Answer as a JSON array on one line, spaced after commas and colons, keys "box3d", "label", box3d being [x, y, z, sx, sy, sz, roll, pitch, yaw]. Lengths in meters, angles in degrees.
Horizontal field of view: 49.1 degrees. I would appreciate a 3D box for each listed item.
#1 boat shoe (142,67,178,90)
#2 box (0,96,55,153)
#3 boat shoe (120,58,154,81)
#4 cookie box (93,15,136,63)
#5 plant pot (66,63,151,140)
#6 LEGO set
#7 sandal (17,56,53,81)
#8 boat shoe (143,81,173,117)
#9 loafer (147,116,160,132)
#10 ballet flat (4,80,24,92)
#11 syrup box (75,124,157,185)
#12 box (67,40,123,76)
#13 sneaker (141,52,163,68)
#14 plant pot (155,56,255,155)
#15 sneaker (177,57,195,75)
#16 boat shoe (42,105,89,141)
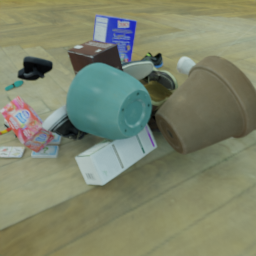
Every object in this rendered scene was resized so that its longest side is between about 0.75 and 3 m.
[{"box3d": [1.280, -2.269, 13.111, 0.830, 0.903, 2.526, -27, 40, -20], "label": "boat shoe"}, {"box3d": [-3.231, -0.113, 8.988, 0.793, 0.860, 1.676, -41, 61, -7], "label": "box"}, {"box3d": [-0.294, -2.143, 10.803, 2.533, 0.948, 0.783, -22, 52, 2], "label": "boat shoe"}, {"box3d": [-0.659, -3.789, 12.826, 0.896, 2.385, 2.040, 23, 24, 31], "label": "cookie box"}, {"box3d": [-0.355, -0.576, 7.372, 1.584, 1.974, 1.974, 24, 40, 39], "label": "plant pot"}, {"box3d": [-3.567, 0.219, 9.474, 2.534, 0.622, 1.893, 1, 36, -4], "label": "LEGO set"}, {"box3d": [-3.135, -1.837, 9.402, 0.919, 0.517, 2.416, 6, -8, -27], "label": "sandal"}, {"box3d": [0.852, -0.945, 9.355, 1.014, 0.898, 2.770, 39, 20, 12], "label": "boat shoe"}, {"box3d": [0.747, -0.231, 9.994, 1.882, 0.668, 0.687, -6, 34, 2], "label": "loafer"}, {"box3d": [-4.053, -1.504, 10.042, 0.759, 0.264, 0.264, -20, 34, 3], "label": "ballet flat"}, {"box3d": [-0.295, 0.703, 8.184, 2.269, 0.924, 0.893, -29, 11, -37], "label": "syrup box"}, {"box3d": [-0.797, -1.246, 8.905, 1.036, 2.765, 1.385, -36, 40, -26], "label": "box"}, {"box3d": [0.918, -3.547, 14.923, 2.188, 0.906, 0.776, -19, 37, -27], "label": "sneaker"}, {"box3d": [1.997, -0.428, 7.878, 2.184, 2.504, 2.504, -32, 41, -9], "label": "plant pot"}, {"box3d": [2.648, -2.266, 11.025, 1.757, 0.684, 0.873, 14, 12, -43], "label": "sneaker"}, {"box3d": [-1.693, -0.036, 8.628, 1.001, 0.948, 2.863, -43, -2, 0], "label": "boat shoe"}]
